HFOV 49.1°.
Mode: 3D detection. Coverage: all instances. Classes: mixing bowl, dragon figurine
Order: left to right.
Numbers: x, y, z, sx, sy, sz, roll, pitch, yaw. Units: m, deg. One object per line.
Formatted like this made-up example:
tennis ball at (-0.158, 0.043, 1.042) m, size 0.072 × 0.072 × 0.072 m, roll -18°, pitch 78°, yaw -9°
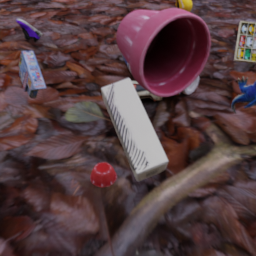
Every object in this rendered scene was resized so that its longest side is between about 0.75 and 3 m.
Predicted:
mixing bowl at (-0.705, 1.251, 7.855) m, size 0.751 × 0.407 × 0.751 m, roll 0°, pitch 39°, yaw 0°
dragon figurine at (2.885, -0.703, 5.979) m, size 0.673 × 2.286 × 1.137 m, roll 14°, pitch 54°, yaw -18°

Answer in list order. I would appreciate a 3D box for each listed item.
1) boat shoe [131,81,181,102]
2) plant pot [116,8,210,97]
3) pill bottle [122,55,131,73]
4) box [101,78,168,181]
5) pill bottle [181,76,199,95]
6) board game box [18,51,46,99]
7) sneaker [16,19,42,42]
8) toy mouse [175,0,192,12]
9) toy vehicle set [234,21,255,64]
boat shoe at (0.962, -1.384, 10.973) m, size 2.271 × 0.808 × 0.710 m, roll 2°, pitch 80°, yaw -2°
plant pot at (0.811, -2.445, 8.359) m, size 2.418 × 2.418 × 2.164 m, roll -20°, pitch 43°, yaw -24°
pill bottle at (0.462, -3.336, 12.851) m, size 1.362 × 1.362 × 2.453 m, roll -9°, pitch 39°, yaw -11°
box at (0.112, 0.035, 6.087) m, size 0.708 × 0.851 × 2.071 m, roll -21°, pitch 69°, yaw -6°
pill bottle at (2.011, -2.128, 11.682) m, size 0.940 × 0.940 × 1.693 m, roll -28°, pitch 46°, yaw -30°
board game box at (-2.685, -1.334, 7.733) m, size 0.339 × 1.100 × 1.099 m, roll -15°, pitch 67°, yaw -38°
sneaker at (-3.835, -3.655, 10.667) m, size 0.541 × 1.087 × 0.378 m, roll -56°, pitch 46°, yaw 4°
toy mouse at (2.025, -3.419, 9.796) m, size 0.487 × 2.238 × 2.518 m, roll -8°, pitch 25°, yaw 8°
toy vehicle set at (3.290, -2.303, 7.570) m, size 0.666 × 1.072 × 0.142 m, roll 8°, pitch -1°, yaw 9°
